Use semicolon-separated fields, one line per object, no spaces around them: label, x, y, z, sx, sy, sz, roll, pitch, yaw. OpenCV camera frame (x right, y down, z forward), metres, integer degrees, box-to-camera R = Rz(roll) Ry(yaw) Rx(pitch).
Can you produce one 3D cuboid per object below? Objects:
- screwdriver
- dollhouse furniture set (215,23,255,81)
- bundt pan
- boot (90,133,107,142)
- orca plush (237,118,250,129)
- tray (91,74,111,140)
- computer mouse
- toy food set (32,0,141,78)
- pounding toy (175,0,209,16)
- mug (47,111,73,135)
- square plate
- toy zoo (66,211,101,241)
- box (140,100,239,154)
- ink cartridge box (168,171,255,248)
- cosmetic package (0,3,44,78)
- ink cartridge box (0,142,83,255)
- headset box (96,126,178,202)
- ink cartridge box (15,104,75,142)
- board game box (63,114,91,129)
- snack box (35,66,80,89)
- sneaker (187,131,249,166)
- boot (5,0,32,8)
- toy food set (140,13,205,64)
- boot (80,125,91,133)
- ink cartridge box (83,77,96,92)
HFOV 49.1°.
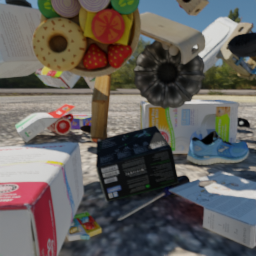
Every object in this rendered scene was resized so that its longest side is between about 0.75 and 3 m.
screwdriver;0.585;1.313;5.193;0.348;0.333;2.389;47;31;17
dollhouse furniture set;3.125;-1.761;6.679;1.026;1.020;1.455;29;10;-27
bundt pan;1.109;-1.519;7.821;2.089;2.089;0.784;2;11;10
boot;-1.138;0.338;11.083;0.507;0.355;0.946;-3;9;18
orca plush;5.281;-0.483;14.624;1.164;0.786;2.212;-4;10;-25
tray;-0.647;-0.715;6.965;0.382;1.017;2.061;3;33;-4
computer mouse;2.980;-1.648;5.588;0.649;0.377;2.214;32;-12;-36
toy food set;-0.835;-2.185;5.876;2.227;2.205;0.542;11;8;0
pounding toy;1.219;-3.087;6.367;0.488;1.066;0.936;-42;-5;34
mug;-3.077;-0.305;12.676;0.918;1.221;1.376;44;-12;-32
square plate;2.717;-2.842;9.946;0.370;2.602;2.577;39;22;-19
toy zoo;-0.761;1.553;4.417;0.519;0.081;0.792;-5;10;-28
box;1.925;-0.086;9.444;2.970;1.671;1.505;0;9;-3
ink cartridge box;1.849;1.301;4.952;1.756;0.393;1.547;-8;13;-41
cosmetic package;-2.975;-2.097;6.963;1.383;1.392;1.663;-14;5;34
ink cartridge box;-1.810;1.057;4.052;1.941;1.126;2.630;-3;8;2
headset box;0.105;0.664;6.129;1.498;0.798;1.720;-14;17;-3
ink cartridge box;-3.527;-0.460;11.739;2.372;0.594;1.909;-40;22;-15
board game box;-2.999;-0.375;14.704;2.451;0.549;1.648;3;10;20
snack box;-2.127;-2.810;10.786;1.950;2.742;0.726;17;-24;45
sneaker;2.658;0.537;8.076;1.988;0.894;0.779;-4;10;-21
boot;-3.090;-3.085;8.502;0.477;1.454;1.198;-9;11;14
toy food set;0.785;-2.334;7.309;2.201;0.665;1.580;29;39;20
boot;-1.849;0.073;12.820;1.014;0.379;0.492;2;-6;-41
ink cartridge box;-1.800;-2.691;12.923;0.784;1.866;1.351;-30;30;0
